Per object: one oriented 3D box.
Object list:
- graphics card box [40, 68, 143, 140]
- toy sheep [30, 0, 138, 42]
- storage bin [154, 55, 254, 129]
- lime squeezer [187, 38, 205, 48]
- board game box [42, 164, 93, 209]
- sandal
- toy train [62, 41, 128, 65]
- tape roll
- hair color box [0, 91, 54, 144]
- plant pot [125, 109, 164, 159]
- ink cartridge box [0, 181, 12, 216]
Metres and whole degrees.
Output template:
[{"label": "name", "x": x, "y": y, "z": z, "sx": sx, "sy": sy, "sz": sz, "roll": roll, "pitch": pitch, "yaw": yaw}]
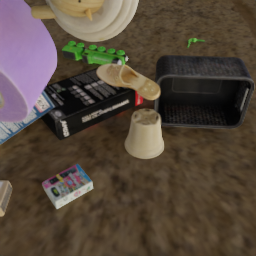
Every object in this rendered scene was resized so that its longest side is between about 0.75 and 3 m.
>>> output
[{"label": "graphics card box", "x": -1.146, "y": -0.866, "z": 7.977, "sx": 2.767, "sy": 0.704, "sz": 1.736, "roll": -26, "pitch": 47, "yaw": -28}, {"label": "toy sheep", "x": -0.421, "y": -1.555, "z": 3.228, "sx": 1.162, "sy": 1.162, "sz": 1.685, "roll": 8, "pitch": 28, "yaw": 10}, {"label": "storage bin", "x": 1.870, "y": -0.940, "z": 7.402, "sx": 2.319, "sy": 1.568, "sz": 1.087, "roll": 3, "pitch": 41, "yaw": 4}, {"label": "lime squeezer", "x": 2.714, "y": -3.569, "z": 11.541, "sx": 1.016, "sy": 0.192, "sz": 0.359, "roll": -26, "pitch": 47, "yaw": -28}, {"label": "board game box", "x": -1.269, "y": 1.211, "z": 5.892, "sx": 0.850, "sy": 0.273, "sz": 0.627, "roll": -26, "pitch": 48, "yaw": -28}, {"label": "sandal", "x": -0.008, "y": -0.788, "z": 4.143, "sx": 1.070, "sy": 0.352, "sz": 0.392, "roll": 28, "pitch": 70, "yaw": 16}, {"label": "toy train", "x": -1.260, "y": -2.658, "z": 10.254, "sx": 2.534, "sy": 0.529, "sz": 0.715, "roll": 16, "pitch": 53, "yaw": 18}, {"label": "tape roll", "x": -2.449, "y": -1.180, "z": 4.299, "sx": 2.462, "sy": 2.462, "sz": 1.046, "roll": 13, "pitch": 63, "yaw": 14}, {"label": "hair color box", "x": -3.148, "y": -0.330, "z": 6.808, "sx": 2.379, "sy": 0.720, "sz": 1.190, "roll": -37, "pitch": 50, "yaw": -12}, {"label": "plant pot", "x": 0.407, "y": 0.073, "z": 6.732, "sx": 0.986, "sy": 0.902, "sz": 0.986, "roll": 0, "pitch": 40, "yaw": 0}, {"label": "ink cartridge box", "x": -2.857, "y": 1.413, "z": 5.623, "sx": 0.823, "sy": 0.309, "sz": 0.678, "roll": -1, "pitch": 39, "yaw": -3}]
